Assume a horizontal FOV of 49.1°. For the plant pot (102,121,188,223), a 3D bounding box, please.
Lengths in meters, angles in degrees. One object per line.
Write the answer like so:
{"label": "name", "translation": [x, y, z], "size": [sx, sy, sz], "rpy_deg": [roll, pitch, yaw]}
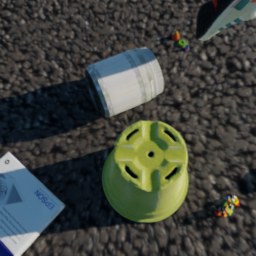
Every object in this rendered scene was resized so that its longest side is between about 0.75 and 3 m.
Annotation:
{"label": "plant pot", "translation": [0.519, 1.090, 7.710], "size": [2.709, 2.491, 2.709], "rpy_deg": [0, 67, 0]}

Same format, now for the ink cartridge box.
{"label": "ink cartridge box", "translation": [-3.635, 2.410, 8.205], "size": [2.531, 0.515, 2.536], "rpy_deg": [38, 71, 15]}

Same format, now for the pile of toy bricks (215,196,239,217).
{"label": "pile of toy bricks", "translation": [2.965, 2.419, 8.322], "size": [0.810, 0.449, 0.400], "rpy_deg": [-40, 100, -32]}

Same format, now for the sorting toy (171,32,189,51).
{"label": "sorting toy", "translation": [2.057, -3.411, 10.865], "size": [0.326, 0.324, 0.941], "rpy_deg": [-31, 69, -13]}

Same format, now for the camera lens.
{"label": "camera lens", "translation": [-0.191, -1.491, 9.210], "size": [2.229, 1.783, 1.783], "rpy_deg": [-23, 68, -9]}

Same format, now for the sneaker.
{"label": "sneaker", "translation": [2.762, -2.963, 7.231], "size": [1.346, 2.879, 1.014], "rpy_deg": [7, 82, -8]}
